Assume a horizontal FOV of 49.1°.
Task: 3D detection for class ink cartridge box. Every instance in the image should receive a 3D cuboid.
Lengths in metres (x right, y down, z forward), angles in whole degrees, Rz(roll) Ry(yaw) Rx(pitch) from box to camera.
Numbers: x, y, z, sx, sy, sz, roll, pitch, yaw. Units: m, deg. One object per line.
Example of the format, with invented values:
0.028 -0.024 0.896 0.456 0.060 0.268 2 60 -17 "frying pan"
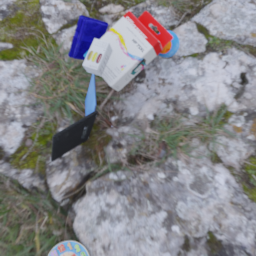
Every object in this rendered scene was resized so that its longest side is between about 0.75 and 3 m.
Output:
0.031 -3.018 10.483 2.959 0.995 1.719 -43 77 8 "ink cartridge box"

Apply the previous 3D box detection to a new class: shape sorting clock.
-1.928 4.378 8.955 1.432 0.281 1.432 0 64 0 "shape sorting clock"

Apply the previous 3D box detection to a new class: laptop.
-1.969 -0.396 9.924 2.582 2.418 1.497 -34 78 -27 "laptop"

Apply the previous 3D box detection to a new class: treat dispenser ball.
1.592 -3.494 11.693 1.091 1.091 1.091 0 64 0 "treat dispenser ball"

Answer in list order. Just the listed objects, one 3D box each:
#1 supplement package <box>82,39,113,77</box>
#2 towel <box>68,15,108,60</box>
-0.981 -2.278 9.113 0.568 0.547 0.998 20 81 14 "supplement package"
-1.532 -3.389 10.883 1.252 1.696 0.420 1 39 -36 "towel"
